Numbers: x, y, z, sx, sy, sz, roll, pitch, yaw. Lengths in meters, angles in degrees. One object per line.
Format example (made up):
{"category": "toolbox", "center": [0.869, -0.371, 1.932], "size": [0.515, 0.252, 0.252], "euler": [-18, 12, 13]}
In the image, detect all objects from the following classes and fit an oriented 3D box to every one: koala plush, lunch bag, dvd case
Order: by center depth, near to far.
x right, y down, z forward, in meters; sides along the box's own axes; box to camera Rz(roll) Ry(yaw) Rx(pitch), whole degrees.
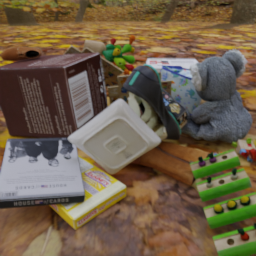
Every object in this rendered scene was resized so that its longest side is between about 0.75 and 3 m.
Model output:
{"category": "dvd case", "center": [-2.065, 0.944, 6.699], "size": [1.789, 0.294, 2.381], "euler": [0, 29, -16]}
{"category": "koala plush", "center": [2.849, -1.073, 9.046], "size": [2.338, 2.636, 2.423], "euler": [-18, 29, -19]}
{"category": "lunch bag", "center": [2.000, -1.513, 10.946], "size": [1.809, 1.538, 1.153], "euler": [15, 32, 5]}

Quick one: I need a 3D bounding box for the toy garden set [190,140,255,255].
{"category": "toy garden set", "center": [2.493, 1.165, 5.728], "size": [2.107, 0.504, 2.527], "euler": [-21, 32, 11]}

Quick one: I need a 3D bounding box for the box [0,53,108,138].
{"category": "box", "center": [-2.507, -1.165, 9.558], "size": [2.838, 2.355, 2.331], "euler": [4, 26, 21]}

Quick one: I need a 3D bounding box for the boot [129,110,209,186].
{"category": "boot", "center": [1.022, 0.383, 8.328], "size": [2.762, 0.946, 2.600], "euler": [13, 29, 23]}

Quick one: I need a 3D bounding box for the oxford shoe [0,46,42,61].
{"category": "oxford shoe", "center": [-3.523, -2.434, 9.188], "size": [1.310, 0.467, 0.467], "euler": [-11, 24, -10]}

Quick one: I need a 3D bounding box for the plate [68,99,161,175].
{"category": "plate", "center": [-0.296, 0.360, 6.848], "size": [1.707, 1.711, 0.276], "euler": [-36, 33, 16]}

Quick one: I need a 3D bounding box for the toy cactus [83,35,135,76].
{"category": "toy cactus", "center": [-0.701, -3.168, 11.517], "size": [2.209, 1.369, 2.678], "euler": [14, 37, -14]}

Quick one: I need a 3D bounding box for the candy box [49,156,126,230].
{"category": "candy box", "center": [-1.610, 1.274, 7.103], "size": [1.521, 0.393, 2.976], "euler": [-23, 34, -39]}

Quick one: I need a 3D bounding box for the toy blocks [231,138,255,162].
{"category": "toy blocks", "center": [3.619, 0.710, 8.236], "size": [0.968, 0.484, 0.662], "euler": [7, 44, -1]}

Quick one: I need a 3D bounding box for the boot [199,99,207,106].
{"category": "boot", "center": [3.643, -1.162, 11.970], "size": [1.386, 0.523, 1.582], "euler": [-12, 28, -24]}

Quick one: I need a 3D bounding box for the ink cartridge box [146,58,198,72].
{"category": "ink cartridge box", "center": [2.319, -2.879, 14.722], "size": [2.756, 1.155, 2.419], "euler": [2, 26, 3]}

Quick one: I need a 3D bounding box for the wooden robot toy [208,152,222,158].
{"category": "wooden robot toy", "center": [2.610, 0.818, 7.915], "size": [0.919, 0.417, 0.405], "euler": [13, 41, 34]}

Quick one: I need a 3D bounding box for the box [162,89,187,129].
{"category": "box", "center": [1.053, -0.774, 8.682], "size": [1.761, 0.437, 1.748], "euler": [43, -2, 16]}

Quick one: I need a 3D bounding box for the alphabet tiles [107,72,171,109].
{"category": "alphabet tiles", "center": [0.438, -1.123, 10.203], "size": [2.277, 1.895, 0.072], "euler": [-6, 41, -1]}

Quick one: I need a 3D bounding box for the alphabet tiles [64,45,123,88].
{"category": "alphabet tiles", "center": [-1.385, -2.294, 11.047], "size": [2.500, 0.079, 2.081], "euler": [29, -24, -25]}

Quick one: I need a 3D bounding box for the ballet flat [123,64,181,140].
{"category": "ballet flat", "center": [0.615, -0.352, 7.536], "size": [1.077, 2.949, 1.077], "euler": [-13, 49, 16]}
